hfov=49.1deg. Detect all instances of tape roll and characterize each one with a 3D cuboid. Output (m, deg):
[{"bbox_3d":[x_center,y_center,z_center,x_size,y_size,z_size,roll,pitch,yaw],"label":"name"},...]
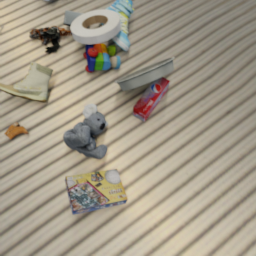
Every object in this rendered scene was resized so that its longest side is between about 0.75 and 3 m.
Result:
[{"bbox_3d":[-1.283,-4.072,11.206,2.042,0.373,2.042,-6,49,7],"label":"tape roll"}]

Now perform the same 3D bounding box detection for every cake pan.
[{"bbox_3d":[0.635,-1.913,10.092,2.315,2.315,0.425,-26,103,-13],"label":"cake pan"}]

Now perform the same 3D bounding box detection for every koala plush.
[{"bbox_3d":[-1.329,0.050,9.604,1.450,1.399,1.578,4,56,39],"label":"koala plush"}]

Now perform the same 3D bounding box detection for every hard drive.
[{"bbox_3d":[-2.281,-4.791,12.423,1.095,0.180,0.764,6,66,-9],"label":"hard drive"}]

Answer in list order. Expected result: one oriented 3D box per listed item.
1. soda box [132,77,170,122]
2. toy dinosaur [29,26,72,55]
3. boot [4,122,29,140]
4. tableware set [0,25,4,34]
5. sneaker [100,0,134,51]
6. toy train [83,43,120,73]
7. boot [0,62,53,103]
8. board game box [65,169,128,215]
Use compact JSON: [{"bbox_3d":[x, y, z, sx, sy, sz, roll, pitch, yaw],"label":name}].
[{"bbox_3d":[0.881,-1.131,10.603,0.576,0.636,1.817,31,66,12],"label":"soda box"},{"bbox_3d":[-3.275,-4.043,12.067,1.991,1.017,1.351,-18,44,14],"label":"toy dinosaur"},{"bbox_3d":[-4.024,0.189,10.107,0.809,0.298,0.626,27,64,27],"label":"boot"},{"bbox_3d":[-6.451,-4.055,12.377,1.307,0.298,1.940,10,63,6],"label":"tableware set"},{"bbox_3d":[-0.230,-4.537,11.928,1.598,0.973,2.447,-38,64,17],"label":"sneaker"},{"bbox_3d":[-1.152,-3.337,11.720,1.377,1.007,2.380,0,52,-18],"label":"toy train"},{"bbox_3d":[-3.870,-1.825,10.613,1.831,0.660,1.416,13,88,-7],"label":"boot"},{"bbox_3d":[-0.993,1.929,8.655,1.702,0.295,1.153,-5,52,-24],"label":"board game box"}]
